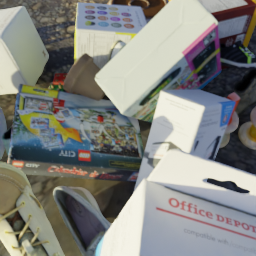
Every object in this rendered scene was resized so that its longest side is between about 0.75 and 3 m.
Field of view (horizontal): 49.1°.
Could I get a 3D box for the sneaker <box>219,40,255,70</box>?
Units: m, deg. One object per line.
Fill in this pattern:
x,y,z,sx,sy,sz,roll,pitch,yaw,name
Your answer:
2.783,-1.855,7.054,0.584,0.674,1.628,-8,23,-38,sneaker

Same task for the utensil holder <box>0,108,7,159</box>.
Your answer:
-4.189,0.137,5.915,2.312,1.965,1.965,-1,51,17,utensil holder

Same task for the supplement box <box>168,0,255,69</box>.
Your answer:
2.350,-2.843,8.322,2.099,2.070,1.394,-17,54,-12,supplement box

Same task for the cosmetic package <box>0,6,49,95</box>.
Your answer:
-3.620,-2.052,7.713,2.014,1.675,1.685,-4,47,13,cosmetic package

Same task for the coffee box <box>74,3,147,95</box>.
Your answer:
-0.530,-2.152,7.691,1.807,1.827,1.824,1,42,-9,coffee box

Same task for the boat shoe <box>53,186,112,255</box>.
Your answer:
-0.698,1.961,5.276,0.821,0.714,2.226,-46,55,6,boat shoe

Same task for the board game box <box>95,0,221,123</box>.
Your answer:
0.866,-1.176,6.015,2.163,2.932,0.942,-41,76,12,board game box

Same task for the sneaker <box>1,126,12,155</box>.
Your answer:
-2.034,0.132,6.629,1.799,1.061,0.662,-32,45,-23,sneaker

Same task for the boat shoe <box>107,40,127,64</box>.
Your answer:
-0.148,-1.324,6.733,0.574,1.537,0.526,-30,54,-31,boat shoe

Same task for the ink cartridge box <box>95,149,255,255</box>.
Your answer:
0.597,1.590,3.339,1.605,2.771,0.924,18,45,-7,ink cartridge box

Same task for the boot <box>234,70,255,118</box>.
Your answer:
3.307,-1.111,7.566,0.603,1.164,1.782,33,58,25,boot

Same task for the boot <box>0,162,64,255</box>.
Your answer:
-1.623,1.713,4.411,0.847,2.352,1.819,-30,54,-16,boot

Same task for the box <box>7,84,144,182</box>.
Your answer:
-1.075,0.146,6.288,2.850,0.537,1.947,9,51,-23,box

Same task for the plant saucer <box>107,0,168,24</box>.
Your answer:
0.416,-4.566,10.730,2.788,0.447,2.788,0,51,0,plant saucer

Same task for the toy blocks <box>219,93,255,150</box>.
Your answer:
2.717,-0.373,6.261,1.887,2.264,0.822,1,59,0,toy blocks

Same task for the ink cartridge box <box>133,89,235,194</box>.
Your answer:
1.096,0.393,5.460,0.892,2.130,1.546,26,22,32,ink cartridge box

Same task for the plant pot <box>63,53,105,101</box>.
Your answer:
-0.851,-1.056,6.298,0.836,0.958,0.958,32,56,-3,plant pot

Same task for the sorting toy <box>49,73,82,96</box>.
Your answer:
-1.749,-0.872,7.855,1.228,0.431,2.547,3,52,3,sorting toy
